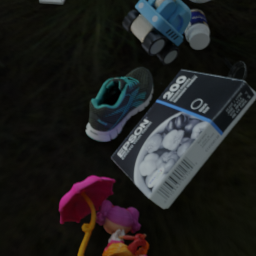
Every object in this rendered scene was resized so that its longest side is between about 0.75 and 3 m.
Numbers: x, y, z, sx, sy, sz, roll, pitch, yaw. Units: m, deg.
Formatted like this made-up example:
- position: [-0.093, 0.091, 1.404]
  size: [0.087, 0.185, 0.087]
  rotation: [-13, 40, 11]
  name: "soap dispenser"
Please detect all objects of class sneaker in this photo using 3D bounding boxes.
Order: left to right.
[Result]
- position: [-0.113, -0.920, 7.555]
  size: [1.094, 1.287, 2.821]
  rotation: [23, 54, 17]
  name: "sneaker"

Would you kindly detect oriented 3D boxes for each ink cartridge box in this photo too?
- position: [0.800, -0.041, 5.846]
  size: [2.602, 0.570, 2.627]
  rotation: [-51, 27, -4]
  name: "ink cartridge box"

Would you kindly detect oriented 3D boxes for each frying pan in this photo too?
- position: [3.232, -1.659, 8.652]
  size: [0.223, 0.828, 1.368]
  rotation: [13, 17, -14]
  name: "frying pan"

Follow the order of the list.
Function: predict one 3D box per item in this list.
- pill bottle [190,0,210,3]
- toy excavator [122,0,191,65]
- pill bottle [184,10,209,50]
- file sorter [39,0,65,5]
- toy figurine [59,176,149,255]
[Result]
- position: [2.230, -5.107, 9.213]
  size: [1.566, 1.566, 2.868]
  rotation: [-7, 37, -6]
  name: "pill bottle"
- position: [1.179, -3.657, 8.162]
  size: [2.909, 2.828, 1.453]
  rotation: [-47, 63, 20]
  name: "toy excavator"
- position: [2.381, -3.414, 9.765]
  size: [0.811, 0.811, 1.402]
  rotation: [0, 52, 0]
  name: "pill bottle"
- position: [-3.179, -6.080, 11.948]
  size: [1.013, 0.909, 1.460]
  rotation: [5, 52, 4]
  name: "file sorter"
- position: [-0.402, 2.058, 5.101]
  size: [2.684, 2.015, 2.470]
  rotation: [18, 40, -14]
  name: "toy figurine"
